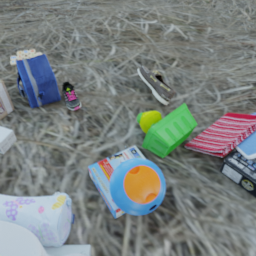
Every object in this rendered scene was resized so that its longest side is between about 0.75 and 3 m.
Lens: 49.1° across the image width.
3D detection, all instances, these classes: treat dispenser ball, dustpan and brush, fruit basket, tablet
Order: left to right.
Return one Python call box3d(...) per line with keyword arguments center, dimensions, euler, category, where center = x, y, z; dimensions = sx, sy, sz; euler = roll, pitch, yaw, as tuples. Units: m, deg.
box3d(center=(-2.213, 3.012, 6.304), dimensions=(2.902, 0.831, 2.026), euler=(0, 43, -19), category="dustpan and brush")
box3d(center=(0.246, 1.571, 7.532), dimensions=(1.504, 1.504, 1.504), euler=(0, 46, 0), category="treat dispenser ball")
box3d(center=(1.148, -0.114, 9.987), dimensions=(2.044, 1.474, 2.044), euler=(6, 56, -9), category="fruit basket")
box3d(center=(4.228, 0.191, 9.443), dimensions=(1.724, 0.181, 2.650), euler=(-21, 19, 4), category="tablet")

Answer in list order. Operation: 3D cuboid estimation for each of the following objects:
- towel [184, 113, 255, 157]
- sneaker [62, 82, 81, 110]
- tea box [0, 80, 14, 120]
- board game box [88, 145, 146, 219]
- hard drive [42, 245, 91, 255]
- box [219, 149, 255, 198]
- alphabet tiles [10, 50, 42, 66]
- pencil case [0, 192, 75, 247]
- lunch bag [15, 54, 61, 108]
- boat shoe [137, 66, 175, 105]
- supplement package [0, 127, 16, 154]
box3d(center=(3.375, 0.152, 9.810), dimensions=(2.432, 0.273, 1.759), euler=(-32, 21, -24), category="towel")
box3d(center=(-2.398, -1.362, 11.562), dimensions=(0.581, 0.689, 1.574), euler=(-21, 48, -10), category="sneaker")
box3d(center=(-5.471, -1.214, 10.913), dimensions=(1.441, 1.464, 0.978), euler=(24, 51, 21), category="tea box")
box3d(center=(-0.074, 1.627, 8.855), dimensions=(1.772, 0.506, 1.810), euler=(-23, 50, -20), category="board game box")
box3d(center=(-2.153, 3.741, 6.970), dimensions=(2.335, 0.307, 1.540), euler=(-1, 46, 0), category="hard drive")
box3d(center=(4.859, 1.436, 8.890), dimensions=(2.391, 0.728, 2.966), euler=(-35, 55, -27), category="box")
box3d(center=(-5.081, -3.446, 14.002), dimensions=(1.531, 0.112, 1.497), euler=(-12, 48, -11), category="alphabet tiles")
box3d(center=(-3.023, 2.404, 7.512), dimensions=(2.986, 1.241, 1.354), euler=(1, 83, 3), category="pencil case")
box3d(center=(-3.780, -1.849, 11.510), dimensions=(1.454, 1.493, 2.198), euler=(-19, 51, -16), category="lunch bag")
box3d(center=(1.187, -1.968, 11.897), dimensions=(0.844, 0.699, 2.350), euler=(16, 33, -44), category="boat shoe")
box3d(center=(-4.689, 0.380, 10.032), dimensions=(0.969, 0.537, 0.755), euler=(16, 48, 16), category="supplement package")
